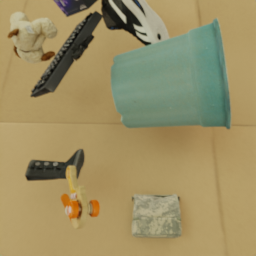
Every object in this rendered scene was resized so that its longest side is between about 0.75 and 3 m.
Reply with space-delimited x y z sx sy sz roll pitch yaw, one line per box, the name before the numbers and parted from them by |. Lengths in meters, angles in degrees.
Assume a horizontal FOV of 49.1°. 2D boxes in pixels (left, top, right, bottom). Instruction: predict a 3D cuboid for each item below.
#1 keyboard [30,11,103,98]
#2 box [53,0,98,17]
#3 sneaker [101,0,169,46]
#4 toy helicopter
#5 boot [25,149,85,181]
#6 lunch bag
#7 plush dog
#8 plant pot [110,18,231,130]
keyboard | -1.304 -1.683 6.163 1.389 0.297 2.314 -5 52 48
box | -1.585 -3.839 7.688 0.682 1.221 1.731 -51 31 -12
sneaker | 0.168 -3.015 8.346 1.345 2.405 0.879 -8 46 43
toy helicopter | -0.919 1.183 4.841 0.458 0.769 1.162 5 43 -29
boot | -1.878 0.944 7.294 1.316 0.432 1.085 -4 29 9
lunch bag | 0.828 2.560 8.209 1.471 1.025 1.234 1 66 0
plush dog | -2.562 -2.181 7.266 1.357 1.166 1.089 16 52 14
plant pot | 1.078 -1.101 7.127 2.600 2.655 2.655 -8 63 15
